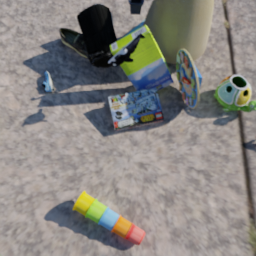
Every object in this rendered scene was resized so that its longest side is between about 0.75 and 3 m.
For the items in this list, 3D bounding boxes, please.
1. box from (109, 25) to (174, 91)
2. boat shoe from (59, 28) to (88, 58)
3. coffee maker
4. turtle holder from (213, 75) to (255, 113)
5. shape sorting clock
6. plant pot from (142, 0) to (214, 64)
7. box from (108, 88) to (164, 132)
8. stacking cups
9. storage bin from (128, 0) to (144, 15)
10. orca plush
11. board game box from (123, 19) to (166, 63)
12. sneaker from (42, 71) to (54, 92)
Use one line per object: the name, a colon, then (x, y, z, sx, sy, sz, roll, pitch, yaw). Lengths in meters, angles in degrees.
box: (0.535, -2.185, 9.672, 1.402, 2.299, 0.548, -26, 45, 13)
boat shoe: (-1.977, -3.445, 11.307, 2.049, 0.673, 0.732, 30, 86, 17)
coffee maker: (-1.015, -3.384, 10.225, 1.344, 1.917, 1.995, -18, 87, 5)
turtle holder: (3.799, -1.167, 9.903, 1.151, 1.075, 1.514, -5, 61, -4)
shape sorting clock: (1.993, -1.662, 9.600, 0.404, 2.059, 2.059, -11, 62, -6)
plant pot: (1.917, -4.267, 9.978, 2.679, 2.861, 2.679, 2, 61, -3)
box: (0.265, -0.648, 9.834, 1.765, 0.352, 1.208, -12, 80, -7)
stacking cups: (-0.526, 2.627, 8.061, 2.141, 0.648, 0.648, 29, 65, 5)
storage bin: (0.320, -4.560, 10.068, 0.667, 0.616, 0.917, 2, 67, -1)
orca plush: (0.024, -2.239, 8.483, 1.363, 0.717, 0.484, -41, 108, 13)
board game box: (0.981, -3.449, 11.443, 1.920, 0.597, 2.543, 36, 67, 18)
sneaker: (-3.108, -1.756, 10.646, 0.421, 0.367, 0.936, -17, 62, -5)
